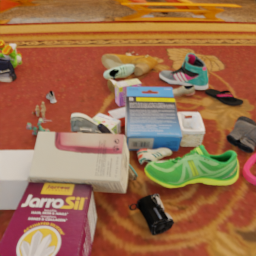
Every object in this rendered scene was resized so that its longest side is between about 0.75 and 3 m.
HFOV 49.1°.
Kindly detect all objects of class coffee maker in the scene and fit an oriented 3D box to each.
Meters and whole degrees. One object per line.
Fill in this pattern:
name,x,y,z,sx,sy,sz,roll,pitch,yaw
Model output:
coffee maker,0.635,2.391,7.610,0.920,0.645,0.958,-28,38,-3

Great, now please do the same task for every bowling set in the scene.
bowling set,-3.904,-0.765,12.162,0.580,0.447,0.834,-9,30,-11

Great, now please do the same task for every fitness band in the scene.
fitness band,4.551,1.393,9.263,1.226,0.319,1.707,25,41,35

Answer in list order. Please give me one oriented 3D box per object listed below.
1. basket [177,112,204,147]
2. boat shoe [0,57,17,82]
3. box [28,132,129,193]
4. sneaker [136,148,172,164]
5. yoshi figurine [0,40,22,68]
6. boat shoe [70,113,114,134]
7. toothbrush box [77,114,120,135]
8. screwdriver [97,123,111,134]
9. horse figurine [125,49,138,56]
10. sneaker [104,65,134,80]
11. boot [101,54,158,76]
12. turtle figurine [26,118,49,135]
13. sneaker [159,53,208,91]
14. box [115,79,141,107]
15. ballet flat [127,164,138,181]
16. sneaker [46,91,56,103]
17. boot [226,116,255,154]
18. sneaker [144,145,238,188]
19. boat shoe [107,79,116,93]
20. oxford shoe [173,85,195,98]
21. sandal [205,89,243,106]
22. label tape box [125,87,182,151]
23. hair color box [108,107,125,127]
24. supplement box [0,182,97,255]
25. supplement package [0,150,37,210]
basket,2.340,0.062,10.720,0.889,0.809,1.311,1,34,2
boat shoe,-7.436,-3.202,15.082,2.657,1.232,0.992,0,34,-1
box,-1.243,0.991,7.821,2.401,1.535,1.308,2,67,6
sneaker,0.932,1.045,9.734,1.261,0.444,0.590,0,60,-14
yoshi figurine,-6.713,-3.914,15.729,1.205,2.153,1.210,-8,79,-1
boat shoe,-1.160,0.177,9.210,0.720,1.979,0.611,-10,62,32
toothbrush box,-1.095,0.138,10.785,1.037,0.613,1.424,20,38,25
screwdriver,-0.464,0.360,9.342,0.281,1.933,0.270,13,70,36
horse figurine,0.182,-4.646,17.988,0.798,0.301,1.205,-26,49,-23
sneaker,-0.348,-2.978,14.985,1.781,0.655,1.051,-19,13,-14
boot,0.118,-3.834,16.369,2.875,1.012,2.059,21,35,20
turtle figurine,-3.295,0.073,10.698,1.170,0.876,0.589,2,36,28
sneaker,2.856,-3.038,14.442,2.755,1.664,1.152,19,38,30
box,-0.001,-1.646,13.030,1.134,0.997,0.548,-13,36,-18
ballet flat,-0.367,1.195,9.306,0.805,0.725,2.138,-29,33,-4
sneaker,-3.686,-1.586,13.364,0.342,0.526,0.910,-21,40,-27
boot,4.775,0.480,10.366,2.053,0.716,1.351,23,53,24
sneaker,1.959,1.110,8.703,2.988,1.248,1.107,-2,20,-8
boat shoe,-0.544,-2.013,14.039,0.524,0.535,1.511,-11,38,-28
oxford shoe,2.539,-1.841,13.626,1.413,0.521,0.500,-10,51,-1
sandal,4.557,-1.570,13.410,0.740,0.444,1.972,-25,42,-33
label tape box,0.877,-0.402,10.850,1.963,0.862,2.723,1,47,-2
hair color box,-0.049,-0.525,11.887,1.467,0.449,0.745,-17,38,-21
supplement box,-1.776,2.680,6.409,1.747,1.377,2.668,1,35,2
supplement package,-3.701,1.512,8.187,2.173,1.275,1.271,0,35,0
